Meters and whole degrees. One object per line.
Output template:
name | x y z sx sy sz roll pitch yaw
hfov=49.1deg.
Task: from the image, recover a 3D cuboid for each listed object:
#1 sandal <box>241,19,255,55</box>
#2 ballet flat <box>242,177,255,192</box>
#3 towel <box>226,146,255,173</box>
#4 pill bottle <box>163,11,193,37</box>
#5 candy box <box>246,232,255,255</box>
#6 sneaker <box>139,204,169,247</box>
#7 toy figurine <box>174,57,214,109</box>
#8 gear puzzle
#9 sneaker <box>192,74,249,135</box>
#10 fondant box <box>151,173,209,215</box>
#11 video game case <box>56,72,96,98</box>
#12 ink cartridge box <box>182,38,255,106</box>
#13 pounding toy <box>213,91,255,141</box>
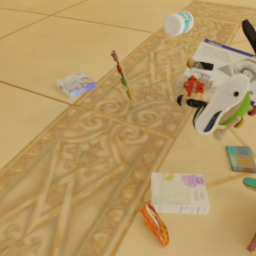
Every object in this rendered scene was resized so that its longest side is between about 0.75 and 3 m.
sandal | 5.274 -3.459 11.214 0.569 2.525 0.948 -14 61 38
ballet flat | 3.363 1.481 6.855 1.079 0.340 0.370 19 65 35
towel | 4.083 1.105 10.079 0.909 0.135 1.240 2 42 4
pill bottle | 1.705 -3.441 9.200 0.680 0.680 1.228 24 37 24
candy box | 3.981 2.572 7.694 0.522 1.079 1.849 31 50 31
sneaker | 0.750 2.805 7.993 0.459 0.485 1.259 15 36 -49
toy figurine | 1.912 -1.270 8.124 0.871 1.251 1.232 16 67 27
gear puzzle | -0.229 -1.829 9.881 0.243 1.859 0.963 -20 15 4
sneaker | 2.096 -0.614 6.724 0.599 1.639 0.917 39 8 -6
fondant box | 1.571 2.029 8.756 1.680 0.489 1.212 2 41 1
video game case | -2.521 -2.105 13.575 1.456 0.331 1.320 -29 49 -29
ink cartridge box | 3.755 -2.295 10.504 2.721 0.553 2.726 23 61 13
pounding toy | 3.344 -0.328 8.482 0.801 1.333 1.727 34 52 -5
